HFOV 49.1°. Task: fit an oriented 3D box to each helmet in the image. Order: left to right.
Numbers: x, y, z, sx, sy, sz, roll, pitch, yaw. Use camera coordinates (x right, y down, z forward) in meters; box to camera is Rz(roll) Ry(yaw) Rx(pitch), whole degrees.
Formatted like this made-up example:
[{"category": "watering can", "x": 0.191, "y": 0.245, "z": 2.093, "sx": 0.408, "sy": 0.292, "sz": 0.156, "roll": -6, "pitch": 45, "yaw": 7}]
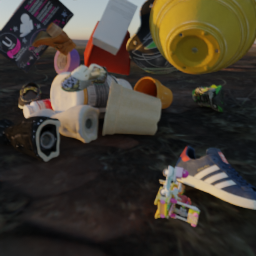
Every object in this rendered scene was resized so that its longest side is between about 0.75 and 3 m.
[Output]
[{"category": "helmet", "x": 1.356, "y": -3.324, "z": 10.659, "sx": 2.669, "sy": 2.545, "sz": 2.669, "roll": 12, "pitch": -7, "yaw": 2}]

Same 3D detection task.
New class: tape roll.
[{"category": "tape roll", "x": -2.442, "y": -2.629, "z": 11.137, "sx": 1.091, "sy": 1.091, "sz": 0.464, "roll": 17, "pitch": 13, "yaw": 42}]

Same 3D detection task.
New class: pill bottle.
[{"category": "pill bottle", "x": -3.250, "y": -0.686, "z": 10.565, "sx": 1.229, "sy": 0.690, "sz": 0.690, "roll": -16, "pitch": 24, "yaw": -39}, {"category": "pill bottle", "x": -1.211, "y": -1.144, "z": 10.200, "sx": 1.654, "sy": 1.654, "sz": 2.843, "roll": 15, "pitch": 15, "yaw": 38}, {"category": "pill bottle", "x": 1.921, "y": -3.109, "z": 8.489, "sx": 1.162, "sy": 1.997, "sz": 1.162, "roll": 3, "pitch": -1, "yaw": 0}]

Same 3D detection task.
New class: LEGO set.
[{"category": "LEGO set", "x": 0.902, "y": 1.237, "z": 4.689, "sx": 0.652, "sy": 0.806, "sz": 1.752, "roll": 15, "pitch": -15, "yaw": 19}]

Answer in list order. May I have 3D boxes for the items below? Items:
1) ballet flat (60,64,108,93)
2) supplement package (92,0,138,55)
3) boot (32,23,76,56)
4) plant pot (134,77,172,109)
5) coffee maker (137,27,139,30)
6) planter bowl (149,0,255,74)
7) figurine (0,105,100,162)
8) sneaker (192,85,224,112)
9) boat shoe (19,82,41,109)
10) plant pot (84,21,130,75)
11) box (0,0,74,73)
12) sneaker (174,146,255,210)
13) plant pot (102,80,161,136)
[{"category": "ballet flat", "x": -1.078, "y": -1.341, "z": 7.158, "sx": 0.607, "sy": 0.607, "sz": 1.687, "roll": 10, "pitch": 21, "yaw": 29}, {"category": "supplement package", "x": -0.483, "y": -3.478, "z": 9.532, "sx": 0.965, "sy": 1.591, "sz": 0.953, "roll": 25, "pitch": -2, "yaw": -10}, {"category": "boot", "x": -2.358, "y": -2.679, "z": 8.921, "sx": 1.289, "sy": 1.001, "sz": 0.494, "roll": -24, "pitch": 44, "yaw": 33}, {"category": "plant pot", "x": 1.123, "y": -1.305, "z": 11.663, "sx": 1.275, "sy": 1.392, "sz": 1.392, "roll": 5, "pitch": 11, "yaw": -43}, {"category": "coffee maker", "x": 0.740, "y": -4.278, "z": 13.015, "sx": 0.786, "sy": 0.530, "sz": 0.755, "roll": 18, "pitch": 49, "yaw": 4}, {"category": "planter bowl", "x": 1.804, "y": -2.287, "z": 7.233, "sx": 2.892, "sy": 2.892, "sz": 1.205, "roll": 7, "pitch": 50, "yaw": 20}, {"category": "figurine", "x": -2.523, "y": -0.063, "z": 8.276, "sx": 2.533, "sy": 1.117, "sz": 2.596, "roll": 7, "pitch": 18, "yaw": 33}, {"category": "sneaker", "x": 3.404, "y": -1.229, "z": 11.995, "sx": 1.173, "sy": 1.074, "sz": 2.753, "roll": -6, "pitch": 9, "yaw": 6}, {"category": "boat shoe", "x": -4.492, "y": -1.506, "z": 12.804, "sx": 0.979, "sy": 0.827, "sz": 2.746, "roll": -5, "pitch": 19, "yaw": -16}, {"category": "plant pot", "x": -0.809, "y": -3.536, "z": 12.069, "sx": 1.900, "sy": 1.675, "sz": 1.899, "roll": 7, "pitch": 31, "yaw": -14}, {"category": "box", "x": -3.342, "y": -3.462, "z": 9.764, "sx": 1.477, "sy": 2.575, "sz": 1.702, "roll": 40, "pitch": 3, "yaw": -26}, {"category": "sneaker", "x": 1.788, "y": 0.868, "z": 5.253, "sx": 2.046, "sy": 0.865, "sz": 0.767, "roll": 17, "pitch": -5, "yaw": 40}, {"category": "plant pot", "x": 0.135, "y": -0.465, "z": 8.741, "sx": 1.601, "sy": 1.749, "sz": 1.749, "roll": 11, "pitch": 18, "yaw": -3}]
